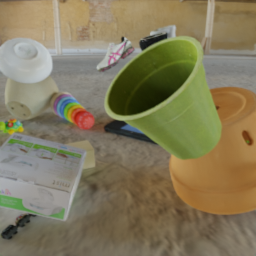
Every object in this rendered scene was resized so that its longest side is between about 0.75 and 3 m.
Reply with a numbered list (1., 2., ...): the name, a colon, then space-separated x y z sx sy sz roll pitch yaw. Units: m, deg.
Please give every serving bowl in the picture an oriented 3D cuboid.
1. serving bowl: -3.195 -2.215 8.719 1.665 0.548 1.665 11 57 -17

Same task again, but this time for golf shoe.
1. golf shoe: -0.391 -1.848 7.101 1.132 0.521 0.411 -41 12 -16

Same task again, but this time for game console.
1. game console: 0.748 -0.110 11.218 2.707 0.420 2.394 13 23 33

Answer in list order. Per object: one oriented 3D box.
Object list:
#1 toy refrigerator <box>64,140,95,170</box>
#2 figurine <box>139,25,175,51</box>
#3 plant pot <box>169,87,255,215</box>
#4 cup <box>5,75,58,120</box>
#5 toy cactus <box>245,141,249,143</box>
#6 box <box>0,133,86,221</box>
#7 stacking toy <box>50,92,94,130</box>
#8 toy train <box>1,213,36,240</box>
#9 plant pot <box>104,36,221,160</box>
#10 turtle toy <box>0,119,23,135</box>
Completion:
1. toy refrigerator: -1.934 0.925 7.969 1.854 0.649 0.704 -11 24 -21
2. figurine: 1.389 -2.460 10.513 1.012 2.294 2.351 -7 25 25
3. plant pot: 2.155 0.303 6.526 2.744 1.921 2.744 -17 27 9
4. cup: -4.529 -1.351 12.559 2.327 2.327 1.664 4 50 12
5. toy cactus: 3.873 0.641 7.628 2.570 1.314 2.121 11 12 23
6. box: -2.051 1.032 6.345 1.860 0.899 1.641 14 28 -4
7. stacking toy: -2.285 -0.684 11.989 1.158 1.158 2.713 -14 29 -35
8. toy train: -2.204 1.921 5.836 0.256 0.191 1.119 -4 16 22
9. plant pot: 0.641 -0.260 3.853 1.409 1.338 1.409 -27 37 23
10. turtle toy: -4.626 -0.068 10.958 0.984 0.497 0.717 -18 26 -41
